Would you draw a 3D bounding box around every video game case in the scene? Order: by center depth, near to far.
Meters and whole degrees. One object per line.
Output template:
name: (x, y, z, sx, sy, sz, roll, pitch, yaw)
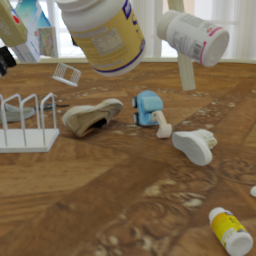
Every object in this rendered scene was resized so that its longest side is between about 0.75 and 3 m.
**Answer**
video game case: (-2.719, -2.869, 9.380, 0.120, 0.957, 1.337, -17, 24, -35)

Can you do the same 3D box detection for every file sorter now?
file sorter: (-3.476, -0.219, 8.455, 2.334, 1.453, 1.620, -1, 18, -2)
file sorter: (-2.041, -1.795, 9.481, 0.627, 0.563, 0.904, 23, 6, 2)

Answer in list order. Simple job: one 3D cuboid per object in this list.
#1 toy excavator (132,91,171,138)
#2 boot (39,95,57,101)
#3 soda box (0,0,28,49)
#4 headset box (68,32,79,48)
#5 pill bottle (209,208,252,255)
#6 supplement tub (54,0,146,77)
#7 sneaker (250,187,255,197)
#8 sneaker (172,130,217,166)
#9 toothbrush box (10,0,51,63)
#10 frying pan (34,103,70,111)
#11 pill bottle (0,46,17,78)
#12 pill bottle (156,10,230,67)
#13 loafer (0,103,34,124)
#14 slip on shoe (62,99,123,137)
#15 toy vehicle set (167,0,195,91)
toy excavator: (0.865, -0.492, 9.774, 0.969, 1.886, 1.940, -4, -9, -13)
boot: (-4.137, -1.547, 14.490, 0.871, 0.315, 0.724, -8, 8, -19)
soda box: (-3.799, -3.413, 8.194, 0.709, 2.094, 0.670, -17, 50, 5)
headset box: (-0.884, -3.727, 10.666, 2.002, 1.039, 2.690, -17, -3, 23)
pill bottle: (1.594, 1.624, 4.468, 0.423, 0.423, 0.774, -3, 19, -9)
supplement tub: (-0.514, -2.099, 5.652, 1.351, 1.859, 1.351, -12, 55, 17)
sneaker: (3.055, 1.101, 5.779, 1.054, 0.609, 0.388, -5, 20, -8)
sneaker: (2.047, 0.437, 7.685, 1.065, 0.679, 1.842, -7, 18, -13)
toothbrush box: (-3.826, -3.709, 10.765, 0.844, 1.448, 1.978, 4, 61, 13)
frying pan: (-3.481, -0.951, 12.673, 1.560, 0.254, 0.944, -4, 19, -2)
pill bottle: (-3.993, -1.714, 7.907, 1.495, 0.836, 0.836, -36, 33, -22)
pill bottle: (1.497, -2.181, 6.686, 0.902, 0.902, 1.591, -17, 46, -42)
loafer: (-4.616, -0.600, 10.762, 0.715, 0.713, 2.045, 17, 25, 42)
slip on shoe: (-1.023, -0.344, 9.878, 0.866, 1.087, 2.860, 50, 29, 15)
toy vehicle set: (1.571, -2.856, 8.543, 0.394, 2.974, 1.848, -10, 37, 12)
